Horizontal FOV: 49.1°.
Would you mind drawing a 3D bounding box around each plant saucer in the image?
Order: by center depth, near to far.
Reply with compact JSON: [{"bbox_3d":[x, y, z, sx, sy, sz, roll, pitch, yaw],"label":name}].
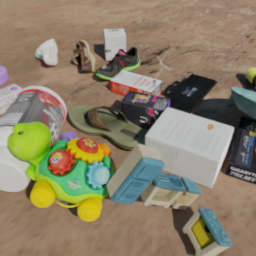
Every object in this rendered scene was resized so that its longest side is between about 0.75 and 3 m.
[{"bbox_3d":[4.338,-0.465,8.306,2.839,0.510,2.839,17,20,-6],"label":"plant saucer"}]

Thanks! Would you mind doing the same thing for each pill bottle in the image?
[{"bbox_3d":[-2.791,0.239,7.620,1.574,1.574,2.843,4,41,5],"label":"pill bottle"}]

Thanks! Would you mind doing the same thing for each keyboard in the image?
[{"bbox_3d":[2.117,-1.289,10.365,1.514,0.323,2.521,23,46,28],"label":"keyboard"}]

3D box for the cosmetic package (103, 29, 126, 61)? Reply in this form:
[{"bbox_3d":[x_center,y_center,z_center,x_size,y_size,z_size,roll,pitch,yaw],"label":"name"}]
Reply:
[{"bbox_3d":[-0.612,-3.797,12.756,0.951,1.154,0.952,-5,37,-5],"label":"cosmetic package"}]

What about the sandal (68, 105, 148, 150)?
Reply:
[{"bbox_3d":[-0.597,-0.242,8.702,2.981,0.851,1.184,20,43,30],"label":"sandal"}]

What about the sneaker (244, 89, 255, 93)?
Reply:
[{"bbox_3d":[4.397,-1.204,10.203,0.463,0.487,1.228,27,45,33],"label":"sneaker"}]

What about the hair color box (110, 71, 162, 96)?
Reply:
[{"bbox_3d":[0.302,-1.565,10.587,1.713,0.548,0.950,20,43,24],"label":"hair color box"}]

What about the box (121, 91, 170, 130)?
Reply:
[{"bbox_3d":[0.546,-0.550,9.096,1.442,0.881,0.765,14,42,16],"label":"box"}]

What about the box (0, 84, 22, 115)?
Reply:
[{"bbox_3d":[-4.896,-0.561,9.331,0.579,0.620,2.991,30,47,29],"label":"box"}]

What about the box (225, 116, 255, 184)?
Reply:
[{"bbox_3d":[4.084,0.751,7.823,2.240,0.561,2.257,17,43,20],"label":"box"}]

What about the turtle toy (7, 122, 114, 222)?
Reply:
[{"bbox_3d":[-1.421,0.786,6.364,2.694,1.362,1.964,21,22,-11],"label":"turtle toy"}]

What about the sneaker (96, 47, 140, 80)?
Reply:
[{"bbox_3d":[-0.456,-2.722,11.604,0.920,1.004,2.397,27,47,29],"label":"sneaker"}]

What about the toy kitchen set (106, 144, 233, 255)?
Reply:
[{"bbox_3d":[0.956,1.536,5.579,2.154,1.269,1.725,16,31,-32],"label":"toy kitchen set"}]

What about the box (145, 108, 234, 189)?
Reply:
[{"bbox_3d":[1.642,0.484,7.722,1.977,1.051,1.505,20,44,22],"label":"box"}]

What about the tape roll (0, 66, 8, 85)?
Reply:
[{"bbox_3d":[-5.496,-2.105,11.369,1.130,0.371,1.130,0,39,0],"label":"tape roll"}]

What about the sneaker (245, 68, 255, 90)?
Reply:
[{"bbox_3d":[5.311,-1.639,10.322,0.983,0.996,2.607,-11,41,-11],"label":"sneaker"}]

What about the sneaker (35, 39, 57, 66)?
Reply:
[{"bbox_3d":[-3.751,-3.298,12.621,0.968,0.823,2.188,-15,34,0],"label":"sneaker"}]

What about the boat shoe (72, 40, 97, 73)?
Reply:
[{"bbox_3d":[-2.052,-3.135,12.287,0.833,0.835,2.314,-13,48,-17],"label":"boat shoe"}]
